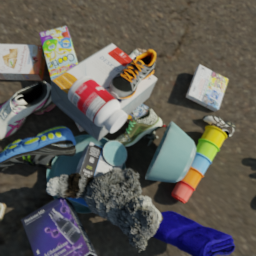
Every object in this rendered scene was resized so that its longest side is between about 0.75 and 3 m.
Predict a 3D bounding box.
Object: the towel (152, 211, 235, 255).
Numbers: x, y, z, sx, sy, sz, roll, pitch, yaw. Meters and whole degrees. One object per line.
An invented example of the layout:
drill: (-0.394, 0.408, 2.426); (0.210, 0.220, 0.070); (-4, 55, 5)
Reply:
towel: (1.464, 2.699, 7.303); (2.173, 1.605, 0.538); (7, 85, 45)

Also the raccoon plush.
raccoon plush: (-0.604, 2.115, 7.001); (2.909, 1.949, 1.407); (-6, 112, -7)

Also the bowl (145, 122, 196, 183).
bowl: (1.320, 0.859, 8.266); (0.986, 1.884, 1.884); (25, 72, 5)

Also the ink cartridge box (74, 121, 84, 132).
ink cartridge box: (-1.588, -0.467, 9.306); (0.408, 0.709, 0.971); (-23, 70, -28)

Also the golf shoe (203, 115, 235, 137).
golf shoe: (2.997, -0.062, 9.356); (1.111, 0.432, 0.525); (21, 72, 8)

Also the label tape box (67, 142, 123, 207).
label tape box: (-0.905, 1.439, 8.197); (1.218, 0.562, 1.700); (28, 50, -18)

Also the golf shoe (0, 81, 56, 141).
golf shoe: (-3.681, -0.620, 9.112); (2.785, 1.282, 1.011); (-37, 75, -11)

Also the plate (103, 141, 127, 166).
plate: (-0.407, 0.776, 8.439); (0.787, 0.101, 0.787); (11, 65, -25)

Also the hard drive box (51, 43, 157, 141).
hard drive box: (-0.745, -1.221, 8.920); (2.082, 1.026, 2.671); (40, 56, 12)

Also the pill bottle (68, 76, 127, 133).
pill bottle: (-0.780, -0.589, 7.339); (1.520, 0.853, 0.853); (42, 75, 13)

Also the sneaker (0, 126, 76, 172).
sneaker: (-2.815, 0.851, 8.334); (2.744, 0.973, 1.137); (-18, 114, 10)

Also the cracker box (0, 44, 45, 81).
cracker box: (-3.985, -2.373, 10.127); (1.818, 0.524, 1.217); (1, 70, 1)

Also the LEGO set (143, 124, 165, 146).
LEGO set: (0.844, 0.059, 9.318); (1.438, 0.407, 0.934); (-13, 70, -5)

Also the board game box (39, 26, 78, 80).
board game box: (-2.335, -2.403, 9.888); (1.016, 0.998, 1.937); (-17, 71, -6)

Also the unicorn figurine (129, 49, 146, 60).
unicorn figurine: (0.127, -2.542, 10.294); (0.789, 0.424, 1.148); (38, 60, 23)

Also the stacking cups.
stacking cups: (2.184, 1.131, 8.729); (0.768, 0.768, 2.537); (31, 73, 10)

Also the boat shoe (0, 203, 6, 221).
boat shoe: (-3.918, 2.710, 8.393); (0.343, 0.314, 0.917); (24, 95, 23)

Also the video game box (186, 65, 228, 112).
video game box: (2.763, -1.389, 9.776); (1.181, 0.304, 1.297); (25, 72, -4)

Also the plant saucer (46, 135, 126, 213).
plant saucer: (-1.306, 1.425, 8.871); (2.470, 0.339, 2.470); (0, 71, 0)

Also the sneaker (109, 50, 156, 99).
sneaker: (0.152, -1.639, 8.318); (0.806, 0.795, 2.060); (36, 57, 7)

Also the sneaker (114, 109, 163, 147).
sneaker: (0.210, -0.050, 8.856); (1.717, 0.660, 0.761); (-32, 116, -3)

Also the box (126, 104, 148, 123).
box: (-0.017, -0.691, 9.675); (1.195, 0.238, 0.818); (36, 72, 12)

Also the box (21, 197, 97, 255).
box: (-1.850, 2.951, 7.511); (1.306, 0.921, 1.765); (-31, 62, -10)
